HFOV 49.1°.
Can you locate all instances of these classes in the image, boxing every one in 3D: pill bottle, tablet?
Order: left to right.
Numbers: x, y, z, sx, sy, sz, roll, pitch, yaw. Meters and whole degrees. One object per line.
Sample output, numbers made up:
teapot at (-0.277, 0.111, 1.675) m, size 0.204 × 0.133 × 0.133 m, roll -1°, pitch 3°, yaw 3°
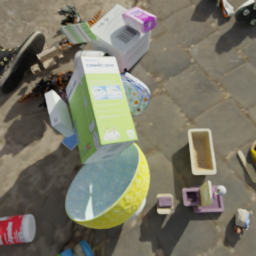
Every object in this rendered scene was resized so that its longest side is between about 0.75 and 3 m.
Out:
pill bottle at (-3.834, 3.293, 8.982) m, size 1.508 × 0.847 × 0.847 m, roll -7°, pitch 69°, yaw -2°
tablet at (-2.045, 0.390, 10.512) m, size 0.530 × 0.056 × 0.815 m, roll 38°, pitch 73°, yaw 14°

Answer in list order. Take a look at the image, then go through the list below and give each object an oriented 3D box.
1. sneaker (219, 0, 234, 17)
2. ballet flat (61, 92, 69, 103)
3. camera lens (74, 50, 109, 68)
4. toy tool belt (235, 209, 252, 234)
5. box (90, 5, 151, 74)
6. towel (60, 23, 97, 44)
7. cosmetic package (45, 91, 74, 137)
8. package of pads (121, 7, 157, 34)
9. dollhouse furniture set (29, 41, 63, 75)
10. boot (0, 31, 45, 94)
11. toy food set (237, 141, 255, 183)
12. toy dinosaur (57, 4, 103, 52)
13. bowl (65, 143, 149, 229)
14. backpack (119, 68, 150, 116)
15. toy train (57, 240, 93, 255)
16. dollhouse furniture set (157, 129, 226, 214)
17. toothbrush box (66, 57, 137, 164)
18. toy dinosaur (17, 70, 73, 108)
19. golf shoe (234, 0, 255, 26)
sneaker at (4.445, -5.425, 12.599) m, size 0.458 × 0.377 × 0.996 m, roll -11°, pitch 76°, yaw -13°
ballet flat at (-2.035, -1.660, 11.070) m, size 1.565 × 0.541 × 0.557 m, roll -44°, pitch 69°, yaw -11°
camera lens at (-1.327, -2.454, 10.679) m, size 1.195 × 0.956 × 0.956 m, roll 10°, pitch 69°, yaw 19°
toy tool belt at (3.830, 3.115, 9.247) m, size 0.494 × 0.502 × 0.804 m, roll 9°, pitch 70°, yaw 12°
box at (-0.319, -3.481, 11.180) m, size 1.786 × 1.530 × 1.777 m, roll 37°, pitch 72°, yaw 14°
towel at (-1.767, -3.379, 9.997) m, size 1.120 × 0.835 × 0.172 m, roll 0°, pitch 66°, yaw 25°
cosmetic package at (-2.158, -0.426, 8.835) m, size 0.320 × 0.935 × 1.240 m, roll -25°, pitch 61°, yaw 8°
package of pads at (0.394, -3.897, 10.109) m, size 0.723 × 0.454 × 1.199 m, roll -34°, pitch 54°, yaw -19°
dollhouse furniture set at (-3.367, -2.911, 10.828) m, size 1.419 × 1.664 × 0.812 m, roll -31°, pitch 87°, yaw -10°
boot at (-4.796, -3.011, 11.140) m, size 2.096 × 1.019 × 2.784 m, roll 35°, pitch 93°, yaw 15°
toy food set at (5.160, 0.993, 10.085) m, size 2.080 × 0.417 × 1.436 m, roll -22°, pitch 71°, yaw -8°
toy dinosaur at (-2.113, -4.246, 11.917) m, size 1.621 × 1.220 × 2.388 m, roll 48°, pitch 57°, yaw 1°
bowl at (-0.376, 2.033, 8.860) m, size 2.952 × 2.952 × 1.588 m, roll -49°, pitch 118°, yaw -16°
backpack at (0.070, -1.084, 9.532) m, size 1.337 × 1.404 × 1.082 m, roll 25°, pitch 26°, yaw -13°
toy train at (-1.373, 4.953, 8.285) m, size 1.643 × 1.202 × 2.840 m, roll -26°, pitch 71°, yaw -24°
dollhouse furniture set at (2.075, 1.224, 9.112) m, size 2.310 × 2.069 × 2.916 m, roll -1°, pitch 69°, yaw 0°
toothbrush box at (-0.929, -0.492, 8.629) m, size 1.172 × 1.982 × 2.722 m, roll -8°, pitch 71°, yaw -28°
toy dinosaur at (-3.081, -1.433, 10.737) m, size 2.280 × 1.547 × 1.165 m, roll -45°, pitch 118°, yaw 10°
golf shoe at (5.697, -5.423, 12.357) m, size 2.826 × 1.091 × 1.245 m, roll -27°, pitch 51°, yaw -12°
